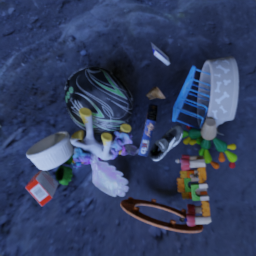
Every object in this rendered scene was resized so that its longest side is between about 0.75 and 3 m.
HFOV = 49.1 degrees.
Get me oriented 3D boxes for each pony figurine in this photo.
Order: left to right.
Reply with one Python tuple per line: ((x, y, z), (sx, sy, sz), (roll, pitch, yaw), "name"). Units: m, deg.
((-0.835, 0.766, 9.330), (2.580, 2.672, 2.225), (21, 51, -6), "pony figurine")

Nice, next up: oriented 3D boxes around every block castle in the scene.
((1.738, 1.647, 7.677), (0.840, 1.196, 1.790), (-6, 90, 13), "block castle")

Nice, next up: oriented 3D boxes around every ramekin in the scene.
((-2.087, 0.649, 7.683), (1.245, 0.580, 1.245), (-22, 20, 8), "ramekin")

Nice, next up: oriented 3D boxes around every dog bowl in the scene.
((3.112, -1.157, 10.086), (0.830, 2.830, 2.830), (3, 59, 3), "dog bowl")

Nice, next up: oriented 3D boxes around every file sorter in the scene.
((2.362, -0.999, 9.795), (1.057, 1.196, 1.724), (23, 74, 15), "file sorter")

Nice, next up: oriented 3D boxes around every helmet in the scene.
((-1.030, -0.875, 10.224), (2.385, 2.385, 2.274), (-27, 63, -15), "helmet")

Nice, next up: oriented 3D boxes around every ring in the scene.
((0.967, 2.430, 8.104), (2.443, 2.443, 0.234), (15, 90, 9), "ring")

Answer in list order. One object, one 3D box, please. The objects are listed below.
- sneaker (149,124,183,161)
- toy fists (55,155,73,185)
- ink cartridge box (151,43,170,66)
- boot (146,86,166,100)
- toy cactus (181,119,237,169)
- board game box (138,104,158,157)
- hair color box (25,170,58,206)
((1.032, 0.429, 7.756), (0.429, 0.583, 1.289), (45, 103, 18), "sneaker")
((-2.121, 1.234, 9.312), (0.454, 0.672, 1.319), (-9, 70, 15), "toy fists")
((1.381, -3.264, 12.401), (0.213, 1.151, 0.545), (-38, 36, 28), "ink cartridge box")
((0.947, -1.137, 9.795), (0.495, 1.311, 0.483), (-34, 102, 0), "boot")
((2.811, 0.378, 9.665), (1.139, 1.838, 2.228), (-37, 56, -22), "toy cactus")
((0.701, 0.025, 9.622), (0.319, 1.251, 1.846), (13, 21, 3), "board game box")
((-2.479, 1.684, 8.159), (0.409, 1.281, 0.710), (-38, 98, 0), "hair color box")
